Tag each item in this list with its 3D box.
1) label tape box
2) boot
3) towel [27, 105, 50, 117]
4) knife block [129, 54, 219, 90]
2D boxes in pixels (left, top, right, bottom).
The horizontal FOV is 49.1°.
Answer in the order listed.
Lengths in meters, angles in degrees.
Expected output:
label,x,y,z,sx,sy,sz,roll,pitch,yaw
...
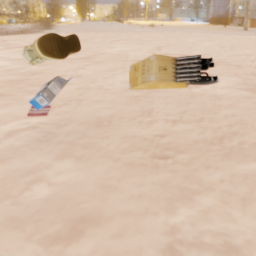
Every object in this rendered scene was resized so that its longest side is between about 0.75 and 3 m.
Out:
label,x,y,z,sx,sy,sz,roll,pitch,yaw
label tape box,-3.220,-1.623,11.690,1.252,0.550,1.737,-15,37,47
boot,-3.326,-2.996,10.917,2.115,0.986,2.735,-7,18,22
towel,-4.633,-0.930,14.610,1.006,0.159,1.397,-2,25,-6
knife block,1.651,-1.878,9.995,2.512,0.916,2.862,3,-2,-25
